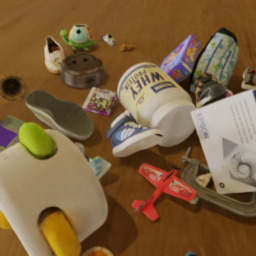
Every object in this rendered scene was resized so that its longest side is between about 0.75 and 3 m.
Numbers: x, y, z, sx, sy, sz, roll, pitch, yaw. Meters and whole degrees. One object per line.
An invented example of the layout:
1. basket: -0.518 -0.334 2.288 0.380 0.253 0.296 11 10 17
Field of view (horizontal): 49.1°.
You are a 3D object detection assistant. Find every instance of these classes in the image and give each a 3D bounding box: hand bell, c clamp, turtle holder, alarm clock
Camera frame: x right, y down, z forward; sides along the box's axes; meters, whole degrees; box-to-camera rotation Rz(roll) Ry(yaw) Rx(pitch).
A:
1. hand bell: -5.196 -1.992 12.161 1.093 1.093 2.099 -21 32 -23
2. c clamp: 2.622 1.470 8.114 2.575 0.349 2.200 25 32 20
3. turtle holder: -2.655 -4.930 15.050 1.628 1.156 1.237 20 42 25
4. alarm clock: -1.928 -2.474 12.459 1.899 0.937 2.815 -18 51 -25

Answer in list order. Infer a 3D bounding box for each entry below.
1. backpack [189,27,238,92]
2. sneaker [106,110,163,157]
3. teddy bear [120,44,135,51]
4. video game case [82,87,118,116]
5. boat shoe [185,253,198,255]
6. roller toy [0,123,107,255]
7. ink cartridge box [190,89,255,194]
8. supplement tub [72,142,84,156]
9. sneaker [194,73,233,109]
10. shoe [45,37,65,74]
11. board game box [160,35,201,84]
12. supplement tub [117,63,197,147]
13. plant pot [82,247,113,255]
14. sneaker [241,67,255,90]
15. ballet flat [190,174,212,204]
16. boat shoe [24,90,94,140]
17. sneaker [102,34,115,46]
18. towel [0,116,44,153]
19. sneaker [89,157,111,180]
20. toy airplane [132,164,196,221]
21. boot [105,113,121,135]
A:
1. backpack: 3.549 -2.486 11.709 2.032 2.156 2.643 40 59 20
2. sneaker: 0.158 -0.038 8.527 0.784 1.945 1.424 18 56 -39
3. teddy bear: -0.037 -4.405 15.192 0.877 0.293 0.636 -9 40 -10
4. video game case: -1.097 -1.056 11.086 1.143 0.205 1.036 15 67 20
5. boat shoe: 1.320 3.637 5.274 0.917 1.125 2.672 7 43 18
6. roller toy: -1.963 1.614 6.428 2.045 2.670 2.927 -32 79 -28
7. ink cartridge box: 3.156 0.370 7.295 2.560 2.555 0.520 -22 -5 42
8. supplement tub: -2.102 0.761 8.796 1.289 0.790 0.790 12 42 18
9. sneaker: 2.688 -1.295 9.566 1.157 1.243 2.880 -16 -2 5
10. shoe: -3.698 -3.635 13.903 1.001 0.764 2.864 -14 45 -15
11. board game box: 2.027 -2.650 11.982 0.618 1.857 2.762 40 44 -12
12. supplement tub: 0.985 -0.840 9.773 1.973 1.973 2.722 -17 44 -18
13. plant pot: -0.630 3.121 5.891 1.190 1.090 1.190 0 41 0
14. sneaker: 5.516 -2.353 12.401 0.745 0.799 2.016 14 35 17
15. ballet flat: 2.044 1.649 8.046 0.399 0.472 1.248 38 50 12
16. boat shoe: -2.440 -0.380 10.057 2.978 0.955 1.097 26 59 20
17. sneaker: -1.101 -5.097 15.807 0.457 0.546 1.235 -25 46 -24
18. towel: -3.989 0.557 9.235 1.672 0.265 2.329 23 47 10
19. sneaker: -1.037 1.247 8.203 0.639 0.390 0.979 43 89 -6
20. toy airplane: 0.878 1.768 7.786 1.965 0.361 1.965 -11 39 9
21. boot: -0.092 0.078 9.857 1.196 0.434 1.087 19 65 30
